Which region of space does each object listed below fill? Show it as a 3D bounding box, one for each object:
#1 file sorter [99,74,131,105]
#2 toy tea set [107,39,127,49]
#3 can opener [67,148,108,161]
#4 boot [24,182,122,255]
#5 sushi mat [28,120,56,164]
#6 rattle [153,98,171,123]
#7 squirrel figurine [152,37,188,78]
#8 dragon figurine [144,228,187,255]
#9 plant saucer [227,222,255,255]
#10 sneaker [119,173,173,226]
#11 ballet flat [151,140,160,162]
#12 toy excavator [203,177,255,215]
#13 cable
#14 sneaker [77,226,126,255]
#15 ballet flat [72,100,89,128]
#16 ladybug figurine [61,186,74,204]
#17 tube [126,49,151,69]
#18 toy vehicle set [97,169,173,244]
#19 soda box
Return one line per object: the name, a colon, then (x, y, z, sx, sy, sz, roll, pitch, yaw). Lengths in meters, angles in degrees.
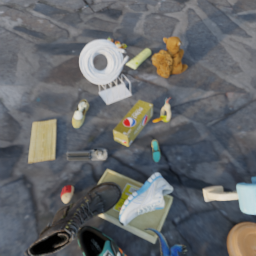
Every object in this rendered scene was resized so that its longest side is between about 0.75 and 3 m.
file sorter: (-0.615, -1.830, 12.985, 1.298, 0.808, 0.901, -23, 53, -19)
toy tea set: (-0.720, -4.742, 15.767, 1.259, 0.466, 0.749, 26, 54, 21)
can opener: (-1.568, 1.017, 10.845, 1.546, 0.412, 0.517, -1, 16, 0)
boot: (-1.379, 2.599, 7.893, 2.599, 2.262, 0.900, -31, 91, 5)
sushi mat: (-3.452, 0.504, 11.374, 1.023, 0.129, 2.139, -6, 49, -5)
rattle: (1.410, -0.776, 11.825, 0.754, 1.055, 0.687, 3, 17, -9)
squirrel figurine: (2.054, -3.510, 13.807, 1.344, 1.773, 1.900, 33, 56, 26)
dragon figurine: (1.145, 3.933, 7.526, 1.383, 0.819, 2.782, -19, 59, -42)
plant saucer: (3.874, 3.646, 8.293, 1.836, 0.296, 1.836, 7, 43, -7)
sneaker: (0.621, 2.356, 8.854, 0.931, 0.805, 2.148, 34, 59, 27)
ballet flat: (1.059, 0.861, 10.647, 0.308, 0.870, 0.308, -8, 12, 2)
toy excavator: (3.527, 2.024, 8.467, 2.351, 2.286, 1.174, -8, 87, 12)
cable: (-1.171, -2.838, 12.100, 1.892, 1.891, 0.655, 27, 9, -23)
sneaker: (-0.445, 3.822, 7.668, 2.851, 1.139, 1.018, 35, 68, 26)
ballet flat: (-2.089, -0.666, 12.169, 0.529, 0.529, 1.497, 10, 50, 8)
ladybug figurine: (-2.089, 2.226, 9.537, 0.282, 0.532, 0.784, 36, 12, -19)
tube: (0.612, -3.657, 14.892, 1.584, 0.411, 0.460, -45, 23, -26)
toy vehicle set: (0.029, 2.543, 9.435, 2.567, 0.340, 1.595, 21, 52, 17)
soda box: (0.243, -0.232, 11.622, 0.704, 0.666, 2.080, 22, 52, 23)
